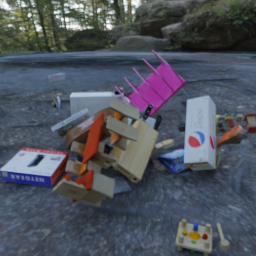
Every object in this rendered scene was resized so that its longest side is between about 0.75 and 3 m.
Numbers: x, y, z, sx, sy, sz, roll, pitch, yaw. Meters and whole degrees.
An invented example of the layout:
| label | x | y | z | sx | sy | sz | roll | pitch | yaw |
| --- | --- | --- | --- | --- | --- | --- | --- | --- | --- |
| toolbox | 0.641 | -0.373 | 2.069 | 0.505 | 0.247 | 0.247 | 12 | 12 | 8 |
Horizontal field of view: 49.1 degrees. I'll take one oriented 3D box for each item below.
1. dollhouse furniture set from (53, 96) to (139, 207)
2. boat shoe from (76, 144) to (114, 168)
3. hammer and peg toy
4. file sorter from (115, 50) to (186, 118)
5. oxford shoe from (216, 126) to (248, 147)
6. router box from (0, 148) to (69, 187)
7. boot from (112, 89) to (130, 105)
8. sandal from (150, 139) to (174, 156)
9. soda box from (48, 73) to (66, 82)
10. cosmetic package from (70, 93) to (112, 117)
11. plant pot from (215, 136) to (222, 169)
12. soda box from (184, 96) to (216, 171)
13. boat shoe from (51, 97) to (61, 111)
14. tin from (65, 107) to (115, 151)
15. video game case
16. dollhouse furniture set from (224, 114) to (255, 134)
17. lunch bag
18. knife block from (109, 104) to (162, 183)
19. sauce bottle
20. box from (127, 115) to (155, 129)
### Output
| label | x | y | z | sx | sy | sz | roll | pitch | yaw |
| --- | --- | --- | --- | --- | --- | --- | --- | --- | --- |
| dollhouse furniture set | -1.023 | 0.702 | 7.764 | 1.350 | 2.620 | 2.592 | 26 | 46 | -22 |
| boat shoe | -0.818 | 0.941 | 10.267 | 2.347 | 0.731 | 0.876 | -12 | 23 | -30 |
| hammer and peg toy | 1.715 | 2.562 | 6.508 | 1.137 | 0.401 | 0.836 | 6 | 20 | 15 |
| file sorter | 1.028 | -2.183 | 14.011 | 1.715 | 2.735 | 1.901 | 33 | 17 | -51 |
| oxford shoe | 3.330 | 0.403 | 9.068 | 0.490 | 1.344 | 0.479 | 42 | 66 | 3 |
| router box | -3.093 | 1.290 | 9.497 | 1.726 | 0.422 | 1.549 | 5 | 24 | 7 |
| boot | -0.401 | -1.765 | 16.668 | 0.917 | 1.192 | 2.493 | 2 | 21 | 6 |
| sandal | 0.829 | 0.663 | 10.448 | 1.751 | 0.576 | 0.642 | -22 | 16 | -7 |
| soda box | -2.852 | -2.036 | 11.298 | 0.240 | 0.259 | 0.758 | -1 | 16 | 34 |
| cosmetic package | -1.966 | -1.235 | 15.238 | 2.239 | 1.263 | 0.908 | 0 | 21 | -5 |
| plant pot | 2.866 | 0.911 | 10.016 | 0.992 | 0.991 | 0.878 | 5 | 35 | 10 |
| soda box | 2.419 | 0.171 | 9.335 | 0.812 | 2.383 | 0.759 | -10 | -30 | 34 |
| boat shoe | -2.887 | -0.930 | 11.252 | 0.335 | 0.334 | 0.925 | -12 | 34 | -11 |
| tin | -1.150 | 0.060 | 9.902 | 2.394 | 0.501 | 1.340 | -32 | -21 | 11 |
| video game case | -2.236 | -0.152 | 11.317 | 1.527 | 0.184 | 1.675 | -30 | -7 | -8 |
| dollhouse furniture set | 3.773 | -0.141 | 9.416 | 1.028 | 0.418 | 0.553 | 0 | 59 | 5 |
| lunch bag | 1.728 | 1.074 | 10.180 | 0.958 | 0.599 | 1.273 | -17 | 15 | -19 |
| knife block | 0.421 | 0.325 | 9.311 | 0.869 | 2.385 | 2.716 | 36 | 1 | -10 |
| sauce bottle | 2.737 | -0.106 | 10.361 | 1.938 | 0.627 | 0.627 | -4 | 13 | 45 |
| box | 0.449 | -0.062 | 10.976 | 1.027 | 0.782 | 0.546 | 16 | -11 | -10 |
